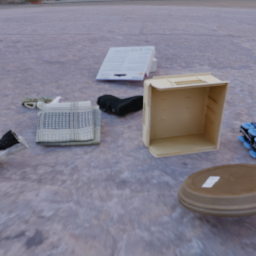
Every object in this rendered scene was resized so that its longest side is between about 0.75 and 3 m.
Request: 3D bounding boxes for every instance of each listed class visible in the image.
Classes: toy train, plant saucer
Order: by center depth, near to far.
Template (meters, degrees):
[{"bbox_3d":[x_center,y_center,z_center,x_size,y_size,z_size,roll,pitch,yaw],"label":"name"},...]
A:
[{"bbox_3d":[2.530,1.401,6.873,2.704,0.398,2.704,-11,8,2],"label":"plant saucer"},{"bbox_3d":[4.428,0.406,9.363,1.020,0.774,1.785,3,29,-7],"label":"toy train"}]

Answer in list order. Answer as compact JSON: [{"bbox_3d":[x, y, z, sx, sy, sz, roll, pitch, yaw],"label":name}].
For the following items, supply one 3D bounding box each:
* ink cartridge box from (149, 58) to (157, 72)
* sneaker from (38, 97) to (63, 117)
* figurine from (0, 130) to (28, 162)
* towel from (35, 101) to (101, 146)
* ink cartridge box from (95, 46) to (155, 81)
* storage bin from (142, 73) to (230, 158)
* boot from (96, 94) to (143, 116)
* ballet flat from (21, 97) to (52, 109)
[{"bbox_3d":[0.893,-3.964,16.969,1.182,0.681,1.620,-12,34,-17],"label":"ink cartridge box"},{"bbox_3d":[-3.232,-0.885,11.734,0.803,0.603,1.612,4,30,7],"label":"sneaker"},{"bbox_3d":[-3.711,0.641,8.452,1.088,1.115,0.480,-34,75,-9],"label":"figurine"},{"bbox_3d":[-2.134,-0.225,10.318,2.305,0.398,2.220,-1,40,-8],"label":"towel"},{"bbox_3d":[-0.107,-3.438,15.546,2.741,0.604,2.791,5,55,21],"label":"ink cartridge box"},{"bbox_3d":[1.760,-0.437,9.145,2.391,2.408,1.129,-6,29,-11],"label":"storage bin"},{"bbox_3d":[-0.324,-1.099,12.106,1.856,0.687,1.521,-25,34,-36],"label":"boot"},{"bbox_3d":[-4.036,-1.062,12.285,1.449,0.492,0.546,3,52,14],"label":"ballet flat"}]
